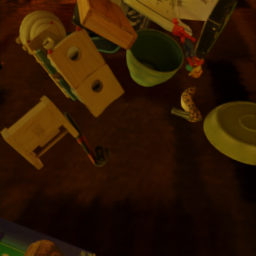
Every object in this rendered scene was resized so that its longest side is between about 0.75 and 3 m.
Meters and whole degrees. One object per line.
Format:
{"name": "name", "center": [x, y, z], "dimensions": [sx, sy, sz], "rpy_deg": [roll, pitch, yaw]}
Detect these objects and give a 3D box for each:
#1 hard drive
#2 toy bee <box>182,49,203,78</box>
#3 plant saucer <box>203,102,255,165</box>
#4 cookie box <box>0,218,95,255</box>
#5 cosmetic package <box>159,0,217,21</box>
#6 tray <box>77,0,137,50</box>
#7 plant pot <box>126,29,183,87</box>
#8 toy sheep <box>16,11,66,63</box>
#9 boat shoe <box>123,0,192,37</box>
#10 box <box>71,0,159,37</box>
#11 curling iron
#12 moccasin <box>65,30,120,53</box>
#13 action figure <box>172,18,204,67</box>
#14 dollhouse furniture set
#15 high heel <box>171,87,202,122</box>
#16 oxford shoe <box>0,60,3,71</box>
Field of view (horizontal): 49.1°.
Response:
{"name": "hard drive", "center": [2.854, -3.408, 8.854], "dimensions": [0.463, 2.446, 1.709], "rpy_deg": [32, 87, 9]}
{"name": "toy bee", "center": [2.213, -2.078, 9.343], "dimensions": [1.135, 0.743, 0.617], "rpy_deg": [23, 1, -40]}
{"name": "plant saucer", "center": [4.044, -0.027, 9.245], "dimensions": [2.980, 0.463, 2.980], "rpy_deg": [0, 41, 0]}
{"name": "cookie box", "center": [-2.351, 3.157, 5.166], "dimensions": [2.875, 1.080, 2.459], "rpy_deg": [13, 45, 15]}
{"name": "cosmetic package", "center": [2.187, -4.947, 10.427], "dimensions": [1.032, 1.469, 2.897], "rpy_deg": [22, 15, -25]}
{"name": "tray", "center": [-0.645, -3.062, 7.530], "dimensions": [1.306, 0.490, 2.649], "rpy_deg": [22, 28, -27]}
{"name": "plant pot", "center": [0.691, -2.007, 8.683], "dimensions": [1.717, 1.150, 1.717], "rpy_deg": [8, 59, -13]}
{"name": "toy sheep", "center": [-2.900, -3.150, 9.539], "dimensions": [1.652, 1.652, 2.397], "rpy_deg": [-23, 41, -24]}
{"name": "boat shoe", "center": [1.215, -4.062, 9.422], "dimensions": [2.595, 1.106, 0.959], "rpy_deg": [28, 17, -9]}
{"name": "box", "center": [-0.354, -4.623, 10.126], "dimensions": [2.487, 2.731, 1.422], "rpy_deg": [6, 26, -34]}
{"name": "curling iron", "center": [-1.131, 0.247, 7.323], "dimensions": [0.509, 0.262, 2.052], "rpy_deg": [-36, 57, -15]}
{"name": "moccasin", "center": [-1.793, -4.558, 13.911], "dimensions": [2.990, 1.019, 1.203], "rpy_deg": [11, 43, 12]}
{"name": "action figure", "center": [1.681, -2.492, 8.120], "dimensions": [0.396, 1.532, 0.501], "rpy_deg": [-44, 27, -10]}
{"name": "dollhouse furniture set", "center": [-1.886, -0.863, 6.427], "dimensions": [2.598, 1.820, 1.831], "rpy_deg": [-43, 39, -11]}
{"name": "high heel", "center": [2.397, -0.854, 10.074], "dimensions": [1.102, 0.552, 1.546], "rpy_deg": [23, 59, 28]}
{"name": "oxford shoe", "center": [-3.888, -1.889, 8.052], "dimensions": [0.594, 0.583, 1.637], "rpy_deg": [15, 49, -22]}
